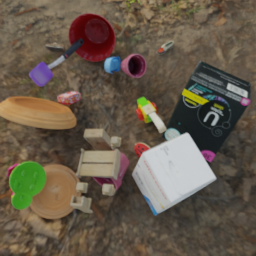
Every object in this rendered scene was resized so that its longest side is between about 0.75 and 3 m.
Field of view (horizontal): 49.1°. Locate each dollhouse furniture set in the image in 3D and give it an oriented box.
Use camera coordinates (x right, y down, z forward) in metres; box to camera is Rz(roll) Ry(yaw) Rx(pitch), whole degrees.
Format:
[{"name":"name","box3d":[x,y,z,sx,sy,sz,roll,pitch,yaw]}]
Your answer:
[{"name":"dollhouse furniture set","box3d":[-0.921,1.533,9.855,1.428,1.220,2.755,-2,61,19]}]

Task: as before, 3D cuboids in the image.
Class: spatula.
[{"name":"spatula","box3d":[-2.872,-2.813,11.684,2.785,0.787,0.286,-44,38,-14]}]

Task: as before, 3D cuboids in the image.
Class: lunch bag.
[{"name":"lunch bag","box3d":[-2.405,-1.223,11.283,0.748,0.348,0.849,15,30,36]}]

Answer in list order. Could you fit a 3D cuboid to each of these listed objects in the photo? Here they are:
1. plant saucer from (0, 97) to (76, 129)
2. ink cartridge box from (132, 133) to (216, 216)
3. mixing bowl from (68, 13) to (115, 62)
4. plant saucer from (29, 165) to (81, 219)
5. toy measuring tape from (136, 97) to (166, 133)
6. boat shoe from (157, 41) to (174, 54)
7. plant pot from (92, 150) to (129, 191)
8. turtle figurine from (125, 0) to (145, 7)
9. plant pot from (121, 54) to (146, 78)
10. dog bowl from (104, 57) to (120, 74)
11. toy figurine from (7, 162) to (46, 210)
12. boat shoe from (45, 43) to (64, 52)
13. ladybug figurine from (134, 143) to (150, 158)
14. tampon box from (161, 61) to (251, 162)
[{"name":"plant saucer","box3d":[-3.259,-0.628,10.265,2.802,2.802,0.524,16,103,6]},{"name":"ink cartridge box","box3d":[1.411,1.627,9.465,1.718,2.375,1.749,-24,71,-18]},{"name":"mixing bowl","box3d":[-1.439,-4.005,12.056,2.008,2.008,1.088,9,36,3]},{"name":"plant saucer","box3d":[-2.677,2.305,10.152,1.944,0.314,1.944,2,83,-14]},{"name":"toy measuring tape","box3d":[0.906,-0.369,10.843,0.873,0.873,2.372,-22,41,-8]},{"name":"boat shoe","box3d":[1.674,-3.615,12.577,0.876,0.274,0.312,-31,75,-9]},{"name":"plant pot","box3d":[-0.608,1.492,10.334,1.270,1.270,1.137,33,58,11]},{"name":"turtle figurine","box3d":[0.319,-6.104,13.430,0.804,0.321,0.998,-30,73,-10]},{"name":"plant pot","box3d":[0.148,-2.490,11.298,0.917,0.821,0.917,-7,104,-29]},{"name":"dog bowl","box3d":[-0.662,-2.646,11.752,0.282,1.137,0.633,10,113,17]},{"name":"toy figurine","box3d":[-3.820,1.903,9.958,1.217,1.492,1.621,19,81,-35]},{"name":"boat shoe","box3d":[-3.288,-3.650,12.588,0.852,0.322,0.306,6,67,-8]},{"name":"ladybug figurine","box3d":[0.577,0.946,10.811,0.895,0.322,0.607,41,114,11]},{"name":"tampon box","box3d":[2.752,-0.584,9.991,2.029,2.707,1.709,27,34,10]}]
